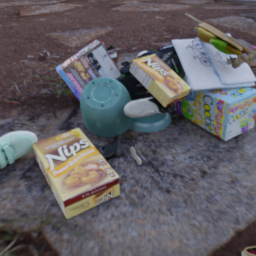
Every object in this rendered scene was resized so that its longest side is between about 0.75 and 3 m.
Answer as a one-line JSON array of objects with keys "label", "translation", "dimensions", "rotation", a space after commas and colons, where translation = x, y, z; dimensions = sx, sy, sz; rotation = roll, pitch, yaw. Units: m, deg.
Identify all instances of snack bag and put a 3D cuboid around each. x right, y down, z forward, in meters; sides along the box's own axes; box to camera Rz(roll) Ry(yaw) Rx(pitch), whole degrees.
[{"label": "snack bag", "translation": [3.052, -2.461, 10.183], "dimensions": [2.634, 0.282, 2.483], "rotation": [-7, 63, -15]}]

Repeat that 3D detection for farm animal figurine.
[{"label": "farm animal figurine", "translation": [3.947, -2.348, 9.569], "dimensions": [0.970, 0.511, 0.981], "rotation": [-32, 18, 10]}]

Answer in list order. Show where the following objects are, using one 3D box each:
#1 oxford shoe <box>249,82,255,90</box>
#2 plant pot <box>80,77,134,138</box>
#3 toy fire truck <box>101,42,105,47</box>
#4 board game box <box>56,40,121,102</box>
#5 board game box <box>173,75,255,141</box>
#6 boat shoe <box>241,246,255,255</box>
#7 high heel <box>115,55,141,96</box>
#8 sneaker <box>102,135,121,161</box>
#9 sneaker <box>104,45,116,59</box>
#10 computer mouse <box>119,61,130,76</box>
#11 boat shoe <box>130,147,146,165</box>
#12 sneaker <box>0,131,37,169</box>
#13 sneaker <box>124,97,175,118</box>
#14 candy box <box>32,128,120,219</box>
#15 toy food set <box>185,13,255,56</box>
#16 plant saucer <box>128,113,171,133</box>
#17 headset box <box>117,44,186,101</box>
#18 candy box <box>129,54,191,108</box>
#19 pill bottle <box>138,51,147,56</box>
[{"label": "oxford shoe", "translation": [4.864, -2.455, 13.868], "dimensions": [1.011, 1.012, 2.837], "rotation": [-25, 40, -16]}, {"label": "plant pot", "translation": [-0.806, -0.876, 10.069], "dimensions": [2.011, 1.614, 2.011], "rotation": [-2, 66, 4]}, {"label": "toy fire truck", "translation": [-1.945, -4.152, 16.016], "dimensions": [0.881, 1.320, 1.572], "rotation": [26, 42, 33]}, {"label": "board game box", "translation": [-1.691, -2.428, 12.175], "dimensions": [2.191, 1.747, 1.061], "rotation": [-35, 28, -2]}, {"label": "board game box", "translation": [3.246, -1.019, 10.946], "dimensions": [1.569, 1.541, 2.992], "rotation": [-21, 35, -24]}, {"label": "boat shoe", "translation": [3.068, 2.890, 6.457], "dimensions": [0.863, 0.287, 0.319], "rotation": [-5, 34, -7]}, {"label": "high heel", "translation": [0.084, -2.075, 12.248], "dimensions": [0.781, 2.188, 1.560], "rotation": [26, 29, -10]}, {"label": "sneaker", "translation": [-0.585, 0.658, 9.688], "dimensions": [0.675, 0.389, 1.294], "rotation": [2, 37, -5]}, {"label": "sneaker", "translation": [-1.640, -4.681, 17.263], "dimensions": [1.894, 0.818, 0.761], "rotation": [-20, 37, -26]}, {"label": "computer mouse", "translation": [-0.095, -2.295, 10.808], "dimensions": [0.445, 0.258, 1.518], "rotation": [-22, 25, 8]}, {"label": "boat shoe", "translation": [0.330, 0.939, 9.410], "dimensions": [0.240, 0.282, 0.842], "rotation": [-2, 36, -26]}, {"label": "sneaker", "translation": [-3.964, 1.070, 8.536], "dimensions": [2.621, 0.965, 1.546], "rotation": [-23, 34, -15]}, {"label": "sneaker", "translation": [0.673, -0.661, 8.994], "dimensions": [1.638, 0.589, 0.594], "rotation": [-6, -3, -3]}, {"label": "candy box", "translation": [-1.655, 1.206, 8.495], "dimensions": [1.651, 0.791, 2.860], "rotation": [-19, 39, -25]}, {"label": "toy food set", "translation": [2.958, -2.948, 9.382], "dimensions": [1.804, 0.524, 2.613], "rotation": [16, 27, -31]}, {"label": "plant saucer", "translation": [0.714, -0.519, 11.548], "dimensions": [2.122, 0.291, 2.122], "rotation": [1, 33, 0]}, {"label": "headset box", "translation": [1.021, -2.139, 10.999], "dimensions": [2.097, 1.117, 2.408], "rotation": [-4, 36, 42]}, {"label": "candy box", "translation": [0.993, -1.533, 8.859], "dimensions": [1.022, 0.490, 1.770], "rotation": [-25, 63, -36]}, {"label": "pill bottle", "translation": [1.069, -3.124, 14.530], "dimensions": [1.302, 1.302, 2.238], "rotation": [-4, 34, -6]}]
